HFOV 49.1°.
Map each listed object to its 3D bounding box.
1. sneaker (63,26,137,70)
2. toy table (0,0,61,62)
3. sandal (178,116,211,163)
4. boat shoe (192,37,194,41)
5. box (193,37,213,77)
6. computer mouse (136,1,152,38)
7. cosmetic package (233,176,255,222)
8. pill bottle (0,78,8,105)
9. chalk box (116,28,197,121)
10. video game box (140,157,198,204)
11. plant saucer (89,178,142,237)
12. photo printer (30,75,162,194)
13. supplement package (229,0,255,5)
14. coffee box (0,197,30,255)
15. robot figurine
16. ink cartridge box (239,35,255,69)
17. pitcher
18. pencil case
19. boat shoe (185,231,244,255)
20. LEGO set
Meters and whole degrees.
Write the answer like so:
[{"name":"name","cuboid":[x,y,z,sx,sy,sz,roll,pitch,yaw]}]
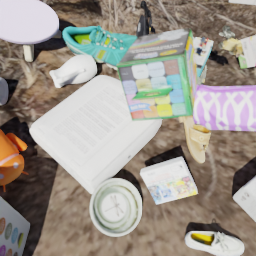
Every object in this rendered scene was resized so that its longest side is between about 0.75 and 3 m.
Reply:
[{"name":"sneaker","cuboid":[-0.644,-2.350,7.998,2.678,1.067,1.038,11,80,17]},{"name":"toy table","cuboid":[-3.007,-3.008,8.271,1.987,1.164,1.827,14,88,-6]},{"name":"sandal","cuboid":[1.639,0.096,6.480,0.572,0.513,1.561,-32,101,-48]},{"name":"boat shoe","cuboid":[1.286,-2.339,8.606,1.801,0.592,0.648,-19,50,-12]},{"name":"box","cuboid":[1.984,-2.040,8.022,0.548,0.327,1.332,20,57,16]},{"name":"computer mouse","cuboid":[0.421,-2.681,7.539,0.281,0.857,1.221,-1,89,18]},{"name":"cosmetic package","cuboid":[3.439,1.865,5.722,1.125,0.819,2.213,-31,63,-18]},{"name":"pill bottle","cuboid":[-4.094,-1.027,7.673,1.363,0.758,0.758,3,56,2]},{"name":"chalk box","cuboid":[0.679,-1.033,5.944,1.357,1.350,2.180,-3,35,21]},{"name":"video game box","cuboid":[0.874,1.139,5.987,0.959,0.874,0.225,-20,17,20]},{"name":"plant saucer","cuboid":[-0.280,1.676,5.950,1.177,0.295,1.177,8,71,-23]},{"name":"photo printer","cuboid":[-0.653,-0.057,6.897,2.240,0.935,2.692,37,63,20]},{"name":"supplement package","cuboid":[4.437,-5.134,10.448,1.175,0.704,0.712,7,57,5]},{"name":"coffee box","cuboid":[-3.113,2.248,4.772,1.934,1.913,1.931,5,56,3]},{"name":"robot figurine","cuboid":[-3.001,0.616,6.322,0.932,1.150,1.598,-39,90,19]},{"name":"ink cartridge box","cuboid":[3.822,-2.236,7.943,0.490,1.456,0.853,-20,102,-18]},{"name":"pitcher","cuboid":[-1.498,-1.559,7.885,1.255,0.761,1.077,-25,24,-12]},{"name":"pencil case","cuboid":[2.907,-0.526,6.514,2.807,1.200,1.178,-1,41,30]},{"name":"boat shoe","cuboid":[1.769,2.268,5.617,1.185,0.505,0.438,11,57,7]},{"name":"LEGO set","cuboid":[1.560,-1.395,7.167,1.806,2.782,0.788,16,55,-27]}]
